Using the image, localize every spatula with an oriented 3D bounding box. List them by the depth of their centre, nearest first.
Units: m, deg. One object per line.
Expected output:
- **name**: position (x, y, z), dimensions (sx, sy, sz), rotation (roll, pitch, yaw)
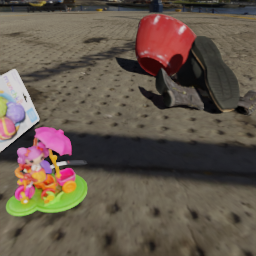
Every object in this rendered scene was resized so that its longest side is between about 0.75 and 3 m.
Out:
- **spatula**: position (-1.422, 0.782, 5.969), dimensions (1.230, 0.126, 0.348), rotation (-1, 44, -37)

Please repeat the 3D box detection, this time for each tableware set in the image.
- **tableware set**: position (2.589, -1.696, 10.991), dimensions (2.077, 0.241, 1.735), rotation (15, 36, 20)

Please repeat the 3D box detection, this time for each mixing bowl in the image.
- **mixing bowl**: position (1.369, -3.190, 11.825), dimensions (2.825, 2.825, 1.530), rotation (19, 73, 32)

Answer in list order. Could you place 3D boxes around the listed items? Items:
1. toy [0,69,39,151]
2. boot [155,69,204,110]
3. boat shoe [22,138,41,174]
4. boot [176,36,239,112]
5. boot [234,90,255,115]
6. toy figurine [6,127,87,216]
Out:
- **toy**: position (-2.913, -0.134, 6.139), dimensions (0.600, 1.464, 2.542), rotation (4, 35, 32)
- **boot**: position (1.688, -1.231, 9.118), dimensions (1.370, 0.545, 1.574), rotation (-2, 61, -26)
- **boat shoe**: position (-2.037, 0.602, 6.027), dimensions (0.337, 0.384, 1.078), rotation (16, 44, -25)
- **boot**: position (2.586, -1.425, 9.551), dimensions (1.075, 1.919, 2.775), rotation (-1, 62, -18)
- **boot**: position (4.110, -0.711, 8.940), dimensions (1.293, 0.514, 1.485), rotation (-30, 36, -35)
- **toy figurine**: position (-1.540, 0.680, 5.071), dimensions (1.525, 1.404, 1.145), rotation (-16, 31, -27)
